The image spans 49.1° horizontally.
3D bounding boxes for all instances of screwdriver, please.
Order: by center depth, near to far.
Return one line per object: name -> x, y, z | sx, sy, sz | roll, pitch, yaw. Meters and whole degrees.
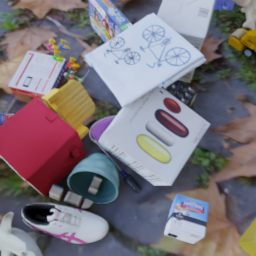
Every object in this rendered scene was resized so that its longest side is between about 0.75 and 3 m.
screwdriver -> -0.341, 1.149, 8.329 | 2.144, 0.312, 0.299 | 47, 52, -10

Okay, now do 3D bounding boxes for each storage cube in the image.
storage cube -> -2.603, 0.607, 8.320 | 2.065, 1.765, 1.856 | 39, 70, 18

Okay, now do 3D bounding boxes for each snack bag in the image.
snack bag -> 0.367, -1.948, 7.933 | 2.665, 0.285, 2.513 | -34, 59, -5

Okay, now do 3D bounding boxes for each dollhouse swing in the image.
dollhouse swing -> -1.649, -0.672, 8.889 | 1.390, 1.437, 1.581 | -38, 113, -16

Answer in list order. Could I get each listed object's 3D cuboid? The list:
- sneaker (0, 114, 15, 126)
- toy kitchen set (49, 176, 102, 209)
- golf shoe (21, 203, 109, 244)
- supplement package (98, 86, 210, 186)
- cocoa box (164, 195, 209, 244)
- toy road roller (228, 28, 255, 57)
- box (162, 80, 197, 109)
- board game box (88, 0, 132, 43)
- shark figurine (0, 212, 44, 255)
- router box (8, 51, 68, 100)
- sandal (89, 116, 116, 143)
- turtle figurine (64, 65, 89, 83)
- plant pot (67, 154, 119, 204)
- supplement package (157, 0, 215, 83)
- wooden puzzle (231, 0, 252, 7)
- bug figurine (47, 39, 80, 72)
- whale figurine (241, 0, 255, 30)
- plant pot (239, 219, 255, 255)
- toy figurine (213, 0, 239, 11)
sneaker -> -3.991, -0.183, 9.294 | 1.699, 0.666, 0.640 | -7, 77, -2
toy kitchen set -> -1.561, 1.796, 8.408 | 1.247, 0.734, 0.999 | 24, 62, -4
golf shoe -> -1.745, 2.614, 7.672 | 2.426, 1.117, 0.881 | 8, 63, 3
supplement package -> 0.661, 0.187, 8.154 | 2.233, 1.642, 2.135 | 36, 75, -2
cocoa box -> 1.555, 2.489, 7.585 | 0.891, 1.336, 0.876 | 15, 61, 8
toy road roller -> 4.676, -3.499, 10.883 | 0.790, 0.939, 1.286 | -42, 70, -19
box -> 1.432, -1.116, 9.649 | 1.569, 0.959, 0.832 | 32, 66, 14
board game box -> -0.700, -3.868, 10.614 | 0.448, 1.762, 2.603 | -29, 67, -15
shark figurine -> -2.545, 3.303, 7.428 | 2.885, 1.204, 1.724 | 32, 101, 23
router box -> -3.294, -1.936, 10.372 | 1.551, 0.422, 1.728 | 14, 64, 7
sandal -> 0.002, -0.039, 9.278 | 2.620, 0.644, 1.066 | -5, 63, -2
turtle figurine -> -1.969, -1.714, 10.064 | 0.937, 0.675, 0.909 | -7, 74, 32
plant pot -> -0.907, 1.386, 8.229 | 1.464, 1.464, 0.981 | 11, 42, 6
supplement package -> 1.859, -3.299, 10.009 | 1.705, 2.318, 2.217 | 16, 65, 8
wooden puzzle -> 3.957, -6.348, 10.984 | 2.623, 0.488, 2.427 | 16, 88, -20
bug figurine -> -2.456, -2.751, 10.526 | 1.151, 0.382, 1.485 | 5, 49, -49
whale figurine -> 5.251, -4.749, 11.769 | 1.120, 0.731, 1.408 | 19, 89, 7
plant pot -> 4.473, 2.876, 7.183 | 1.964, 1.732, 1.964 | 41, 70, 18
toy figurine -> 3.735, -5.536, 11.534 | 2.700, 1.424, 1.618 | 1, 59, -4
